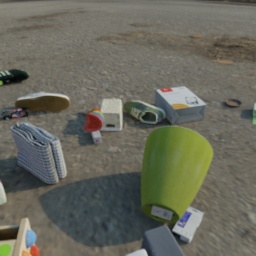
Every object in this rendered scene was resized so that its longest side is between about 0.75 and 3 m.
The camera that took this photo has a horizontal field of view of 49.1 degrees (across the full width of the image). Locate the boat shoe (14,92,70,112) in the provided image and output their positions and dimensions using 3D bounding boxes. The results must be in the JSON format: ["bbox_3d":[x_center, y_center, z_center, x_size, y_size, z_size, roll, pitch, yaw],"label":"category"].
[{"bbox_3d":[-3.955,-1.308,13.160,2.549,0.902,0.883,-1,33,1],"label":"boat shoe"}]

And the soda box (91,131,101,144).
[{"bbox_3d":[-1.291,0.266,11.206,0.289,0.311,0.910,-8,33,-13],"label":"soda box"}]

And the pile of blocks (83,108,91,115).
[{"bbox_3d":[-1.692,-0.618,12.696,1.055,0.433,0.328,22,80,45],"label":"pile of blocks"}]

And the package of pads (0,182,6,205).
[{"bbox_3d":[-5.021,1.842,8.227,2.347,0.801,1.814,-18,36,-26],"label":"package of pads"}]

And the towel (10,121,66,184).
[{"bbox_3d":[-2.986,0.791,9.159,1.973,1.634,0.844,23,45,32],"label":"towel"}]

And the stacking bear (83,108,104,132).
[{"bbox_3d":[-1.219,-0.368,10.367,0.654,0.698,1.149,13,23,-7],"label":"stacking bear"}]

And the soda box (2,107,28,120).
[{"bbox_3d":[-5.071,-0.645,12.627,1.068,0.338,0.378,-10,35,-15],"label":"soda box"}]

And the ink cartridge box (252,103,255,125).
[{"bbox_3d":[6.183,-0.562,12.504,1.120,0.369,1.539,13,32,19],"label":"ink cartridge box"}]

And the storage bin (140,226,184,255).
[{"bbox_3d":[0.746,3.002,6.208,1.085,1.001,1.491,-11,33,-17],"label":"storage bin"}]

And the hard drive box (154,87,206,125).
[{"bbox_3d":[2.335,-1.077,12.898,1.594,0.785,2.045,-10,33,-16],"label":"hard drive box"}]

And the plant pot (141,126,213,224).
[{"bbox_3d":[1.206,1.451,8.002,2.083,2.083,2.226,11,49,16],"label":"plant pot"}]

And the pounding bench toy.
[{"bbox_3d":[-2.757,3.104,5.829,1.531,1.220,1.963,-4,32,-7],"label":"pounding bench toy"}]

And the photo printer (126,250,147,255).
[{"bbox_3d":[-0.327,3.523,5.305,2.112,0.733,1.757,-18,43,-10],"label":"photo printer"}]

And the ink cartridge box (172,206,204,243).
[{"bbox_3d":[1.637,2.594,7.606,0.513,0.202,1.031,20,39,29],"label":"ink cartridge box"}]

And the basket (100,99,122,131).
[{"bbox_3d":[-0.739,-0.589,12.042,0.955,0.869,1.409,1,31,0],"label":"basket"}]

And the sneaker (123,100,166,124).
[{"bbox_3d":[0.598,-0.671,12.334,2.000,0.671,0.898,16,31,18],"label":"sneaker"}]

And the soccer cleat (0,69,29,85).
[{"bbox_3d":[-6.873,-2.776,15.736,2.528,0.853,1.024,-1,52,-2],"label":"soccer cleat"}]

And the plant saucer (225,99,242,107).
[{"bbox_3d":[5.157,-1.203,13.721,0.762,0.131,0.762,0,31,0],"label":"plant saucer"}]
